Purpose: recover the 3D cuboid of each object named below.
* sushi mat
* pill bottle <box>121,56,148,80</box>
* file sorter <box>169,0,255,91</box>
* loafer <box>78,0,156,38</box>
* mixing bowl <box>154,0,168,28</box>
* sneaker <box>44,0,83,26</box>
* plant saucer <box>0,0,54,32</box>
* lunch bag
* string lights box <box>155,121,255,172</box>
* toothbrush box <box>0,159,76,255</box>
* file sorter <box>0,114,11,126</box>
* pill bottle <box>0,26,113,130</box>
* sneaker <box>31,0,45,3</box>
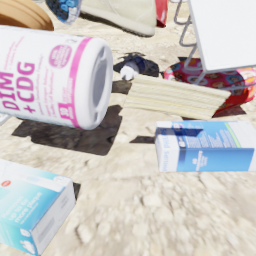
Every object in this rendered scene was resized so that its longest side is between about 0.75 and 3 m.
[{"bbox_3d":[0.812,-0.480,4.816,1.680,0.804,0.102,9,51,-12],"label":"sushi mat"},{"bbox_3d":[0.220,-2.272,10.738,0.652,0.652,1.174,17,38,24],"label":"pill bottle"},{"bbox_3d":[2.231,-2.446,6.591,2.048,1.837,2.951,-8,77,-5],"label":"file sorter"},{"bbox_3d":[-0.550,-2.833,6.302,2.630,0.898,0.995,17,9,-12],"label":"loafer"},{"bbox_3d":[0.316,-3.857,8.070,2.167,1.173,2.167,22,12,-5],"label":"mixing bowl"},{"bbox_3d":[-0.746,-2.082,3.968,0.592,1.578,0.684,40,67,-8],"label":"sneaker"},{"bbox_3d":[-3.145,-2.473,6.786,2.574,0.482,2.574,3,-11,1],"label":"plant saucer"},{"bbox_3d":[2.781,-1.396,8.967,2.771,1.135,2.441,-19,38,-26],"label":"lunch bag"},{"bbox_3d":[1.857,0.402,6.661,2.332,0.688,1.198,0,34,0],"label":"string lights box"},{"bbox_3d":[-2.051,1.375,5.158,1.731,0.738,1.267,11,35,19],"label":"toothbrush box"},{"bbox_3d":[-4.293,-0.511,7.641,1.285,1.153,1.852,7,35,11],"label":"file sorter"},{"bbox_3d":[-1.818,-0.964,5.103,2.816,1.596,1.596,10,35,10],"label":"pill bottle"},{"bbox_3d":[-2.185,-3.060,6.204,0.345,0.490,0.923,33,42,32],"label":"sneaker"}]
